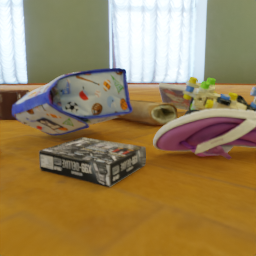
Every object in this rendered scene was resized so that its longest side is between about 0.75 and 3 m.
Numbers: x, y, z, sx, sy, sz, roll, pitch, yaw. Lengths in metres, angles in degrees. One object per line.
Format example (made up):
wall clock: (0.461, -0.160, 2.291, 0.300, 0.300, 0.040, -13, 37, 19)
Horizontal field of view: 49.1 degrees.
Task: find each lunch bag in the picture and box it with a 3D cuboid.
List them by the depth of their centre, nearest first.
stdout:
lunch bag: (-1.450, -0.637, 7.161, 2.415, 1.496, 2.053, -12, 2, -45)

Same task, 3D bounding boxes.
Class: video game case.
video game case: (2.248, -1.212, 11.614, 1.807, 0.208, 1.647, 13, -21, 21)

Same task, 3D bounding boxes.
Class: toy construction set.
toy construction set: (3.024, -0.793, 8.338, 2.744, 1.264, 1.799, 3, 22, 9)

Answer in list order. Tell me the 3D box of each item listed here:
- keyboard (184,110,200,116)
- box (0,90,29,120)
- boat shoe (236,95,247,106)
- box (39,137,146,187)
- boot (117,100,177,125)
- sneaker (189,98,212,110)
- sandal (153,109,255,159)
keyboard: (1.685, -0.190, 7.639, 0.599, 0.228, 1.152, 5, 43, 33)
box: (-4.521, -0.898, 10.603, 1.264, 1.038, 1.049, 1, 11, 5)
boat shoe: (4.504, -0.967, 11.598, 0.953, 0.786, 2.778, 7, 13, 31)
box: (-0.620, 0.540, 5.047, 1.522, 0.379, 1.200, 6, 13, 29)
boot: (-0.206, -0.648, 9.649, 2.547, 0.962, 2.909, -11, 16, -43)
sneaker: (2.926, -0.662, 9.932, 1.000, 0.913, 2.471, 3, 12, -4)
sandal: (2.020, 0.213, 5.593, 2.998, 1.220, 0.737, -4, 52, -8)
